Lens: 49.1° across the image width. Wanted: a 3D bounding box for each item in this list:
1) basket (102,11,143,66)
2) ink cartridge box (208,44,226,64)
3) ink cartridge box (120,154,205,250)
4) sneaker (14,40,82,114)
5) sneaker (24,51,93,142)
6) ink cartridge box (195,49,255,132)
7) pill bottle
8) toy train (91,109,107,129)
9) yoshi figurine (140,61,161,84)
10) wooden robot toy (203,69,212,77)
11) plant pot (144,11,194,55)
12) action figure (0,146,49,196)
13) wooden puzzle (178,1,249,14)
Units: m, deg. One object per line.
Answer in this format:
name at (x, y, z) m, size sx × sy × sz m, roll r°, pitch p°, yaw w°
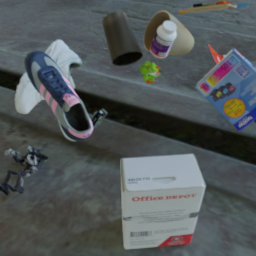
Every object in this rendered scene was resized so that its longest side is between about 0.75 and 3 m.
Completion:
basket at (-0.271, -3.300, 10.363) m, size 1.130 × 1.661 × 1.498 m, roll -20°, pitch -5°, yaw 23°
ink cartridge box at (4.189, -2.506, 11.287) m, size 2.120 × 0.531 × 1.719 m, roll 38°, pitch 32°, yaw -24°
ink cartridge box at (0.768, 1.974, 7.290) m, size 1.882 × 2.608 × 1.092 m, roll -3°, pitch 41°, yaw -4°
sneaker at (-2.552, -1.535, 9.310) m, size 1.424 × 1.117 × 2.866 m, roll 32°, pitch 77°, yaw 0°
sneaker at (-1.650, -0.857, 7.099) m, size 0.907 × 2.587 × 1.061 m, roll -37°, pitch 14°, yaw -28°
ink cartridge box at (3.375, -1.008, 8.342) m, size 2.280 × 1.556 × 0.870 m, roll 44°, pitch 30°, yaw 0°
pill bottle at (1.263, -3.119, 9.914) m, size 0.706 × 1.255 × 0.706 m, roll 7°, pitch 59°, yaw -11°
toy train at (-1.050, -0.304, 9.671) m, size 0.350 × 0.821 × 0.468 m, roll 46°, pitch 36°, yaw 12°
yoshi figurine at (0.771, -2.211, 11.024) m, size 0.758 × 1.353 × 0.761 m, roll -40°, pitch 81°, yaw -2°
wooden robot toy at (4.386, -2.857, 14.542) m, size 0.940 × 0.427 × 0.414 m, roll -6°, pitch 41°, yaw -6°
plant pot at (1.811, -3.674, 11.498) m, size 1.741 × 1.631 × 1.631 m, roll 9°, pitch 32°, yaw -35°
action figure at (-3.502, 1.210, 9.410) m, size 1.225 × 1.052 × 2.061 m, roll 2°, pitch 41°, yaw 18°
wooden puzzle at (3.373, -4.937, 11.422) m, size 2.890 × 0.338 × 1.950 m, roll 3°, pitch 24°, yaw 23°
